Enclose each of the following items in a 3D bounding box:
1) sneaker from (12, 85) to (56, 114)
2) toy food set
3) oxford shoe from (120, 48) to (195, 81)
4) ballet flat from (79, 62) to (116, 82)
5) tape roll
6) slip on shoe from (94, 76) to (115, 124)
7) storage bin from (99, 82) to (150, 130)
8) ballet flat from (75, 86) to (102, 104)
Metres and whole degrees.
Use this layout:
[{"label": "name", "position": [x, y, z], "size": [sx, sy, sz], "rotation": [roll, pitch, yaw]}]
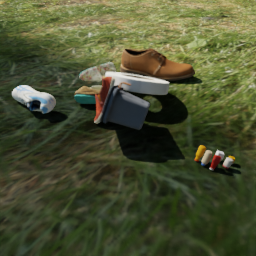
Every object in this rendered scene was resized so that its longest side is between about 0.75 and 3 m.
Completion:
[{"label": "sneaker", "position": [-3.030, -0.871, 8.654], "size": [1.772, 0.637, 0.642], "rotation": [16, 47, 29]}, {"label": "toy food set", "position": [2.054, 0.776, 6.609], "size": [0.885, 0.398, 0.423], "rotation": [19, 21, -3]}, {"label": "oxford shoe", "position": [1.099, -2.452, 10.621], "size": [2.892, 1.031, 1.032], "rotation": [9, 34, 10]}, {"label": "ballet flat", "position": [-0.958, -1.882, 9.656], "size": [1.584, 0.599, 0.506], "rotation": [-32, 83, -41]}, {"label": "tape roll", "position": [0.287, -1.454, 9.056], "size": [2.109, 0.385, 2.109], "rotation": [8, 14, -2]}, {"label": "slip on shoe", "position": [-0.748, -0.810, 7.993], "size": [0.429, 1.403, 0.520], "rotation": [16, 10, -9]}, {"label": "storage bin", "position": [0.011, -0.565, 7.412], "size": [1.035, 1.122, 1.541], "rotation": [20, 11, 2]}, {"label": "ballet flat", "position": [-0.759, -1.007, 8.795], "size": [1.920, 0.651, 0.695], "rotation": [11, 56, 24]}]
